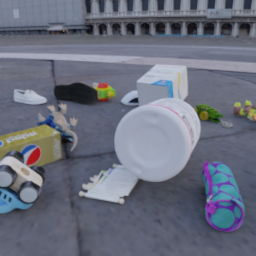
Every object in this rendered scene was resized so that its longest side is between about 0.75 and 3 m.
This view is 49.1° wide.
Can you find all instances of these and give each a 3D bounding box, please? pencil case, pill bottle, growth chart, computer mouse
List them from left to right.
[{"bbox_3d":[-0.310,1.285,6.738,1.211,0.148,1.674,9,22,24],"label":"growth chart"},{"bbox_3d":[0.968,-1.499,13.414,2.646,0.581,1.451,-5,23,-14],"label":"computer mouse"},{"bbox_3d":[0.904,0.110,6.940,1.618,1.618,2.855,7,12,19],"label":"pill bottle"},{"bbox_3d":[1.910,1.337,5.811,0.752,0.692,1.627,35,22,-3],"label":"pencil case"}]

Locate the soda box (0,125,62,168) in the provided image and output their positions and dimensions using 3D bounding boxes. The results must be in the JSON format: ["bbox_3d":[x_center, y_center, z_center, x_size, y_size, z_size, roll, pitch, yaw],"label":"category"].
[{"bbox_3d":[-3.102,0.695,7.308,2.623,0.839,0.888,-17,28,-39],"label":"soda box"}]

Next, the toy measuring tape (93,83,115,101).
[{"bbox_3d":[-1.492,-1.891,14.099,0.918,0.918,2.495,-12,24,-29],"label":"toy measuring tape"}]

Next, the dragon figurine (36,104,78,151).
[{"bbox_3d":[-2.154,0.114,8.916,0.753,1.273,2.560,-15,48,-37],"label":"dragon figurine"}]

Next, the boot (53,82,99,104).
[{"bbox_3d":[-2.144,-1.882,13.991,2.626,1.017,1.816,14,20,29],"label":"boot"}]

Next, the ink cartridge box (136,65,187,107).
[{"bbox_3d":[1.519,-1.680,12.090,1.472,1.446,1.999,12,39,31],"label":"ink cartridge box"}]

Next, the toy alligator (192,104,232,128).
[{"bbox_3d":[3.262,-0.578,11.081,0.723,0.524,2.182,-13,24,-29],"label":"toy alligator"}]

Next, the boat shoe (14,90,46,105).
[{"bbox_3d":[-4.748,-1.506,13.406,1.827,0.597,0.672,7,22,18],"label":"boat shoe"}]

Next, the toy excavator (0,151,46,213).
[{"bbox_3d":[-2.900,1.298,5.773,1.763,1.813,0.906,41,9,-19],"label":"toy excavator"}]

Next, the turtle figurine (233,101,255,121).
[{"bbox_3d":[5.302,-0.651,10.844,2.529,0.814,2.039,-23,19,-21],"label":"turtle figurine"}]
